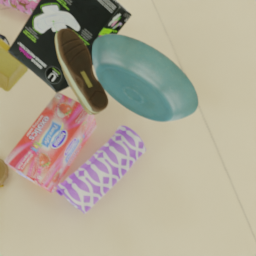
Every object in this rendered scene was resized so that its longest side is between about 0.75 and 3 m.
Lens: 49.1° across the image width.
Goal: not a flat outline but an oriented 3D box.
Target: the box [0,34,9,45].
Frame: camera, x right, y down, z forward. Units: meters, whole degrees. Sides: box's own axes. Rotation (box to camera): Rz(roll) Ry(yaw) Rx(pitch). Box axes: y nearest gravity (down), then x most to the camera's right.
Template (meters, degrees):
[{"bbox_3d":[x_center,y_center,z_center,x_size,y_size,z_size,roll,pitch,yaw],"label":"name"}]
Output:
[{"bbox_3d":[-5.923,-2.921,10.742,1.680,0.544,2.131,25,66,13],"label":"box"}]

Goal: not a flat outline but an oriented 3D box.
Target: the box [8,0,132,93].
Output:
[{"bbox_3d":[-1.454,-2.575,7.533,1.652,1.974,2.658,42,108,-4],"label":"box"}]

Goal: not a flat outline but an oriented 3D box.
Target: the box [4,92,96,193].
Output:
[{"bbox_3d":[-2.271,0.449,8.713,1.380,1.273,2.690,27,67,12],"label":"box"}]

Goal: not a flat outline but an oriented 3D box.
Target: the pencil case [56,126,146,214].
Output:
[{"bbox_3d":[-0.764,1.149,8.433,2.925,1.228,1.250,-44,47,-20],"label":"pencil case"}]

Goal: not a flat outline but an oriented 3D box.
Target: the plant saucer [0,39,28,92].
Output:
[{"bbox_3d":[-3.701,-1.955,7.721,1.738,1.739,0.421,39,53,-24],"label":"plant saucer"}]

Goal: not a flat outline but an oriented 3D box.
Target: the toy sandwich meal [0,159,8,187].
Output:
[{"bbox_3d":[-4.333,1.478,8.732,1.223,0.419,1.223,4,59,-6],"label":"toy sandwich meal"}]

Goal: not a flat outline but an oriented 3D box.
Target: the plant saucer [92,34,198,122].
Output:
[{"bbox_3d":[0.231,-0.940,6.583,2.858,2.858,0.514,29,74,13],"label":"plant saucer"}]

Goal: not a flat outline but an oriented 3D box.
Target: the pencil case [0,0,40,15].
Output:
[{"bbox_3d":[-4.505,-5.458,11.702,2.529,1.047,1.094,22,28,11],"label":"pencil case"}]

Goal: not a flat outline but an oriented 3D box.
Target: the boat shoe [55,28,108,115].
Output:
[{"bbox_3d":[-1.018,-1.034,5.461,0.618,0.657,1.725,-21,89,-34],"label":"boat shoe"}]
